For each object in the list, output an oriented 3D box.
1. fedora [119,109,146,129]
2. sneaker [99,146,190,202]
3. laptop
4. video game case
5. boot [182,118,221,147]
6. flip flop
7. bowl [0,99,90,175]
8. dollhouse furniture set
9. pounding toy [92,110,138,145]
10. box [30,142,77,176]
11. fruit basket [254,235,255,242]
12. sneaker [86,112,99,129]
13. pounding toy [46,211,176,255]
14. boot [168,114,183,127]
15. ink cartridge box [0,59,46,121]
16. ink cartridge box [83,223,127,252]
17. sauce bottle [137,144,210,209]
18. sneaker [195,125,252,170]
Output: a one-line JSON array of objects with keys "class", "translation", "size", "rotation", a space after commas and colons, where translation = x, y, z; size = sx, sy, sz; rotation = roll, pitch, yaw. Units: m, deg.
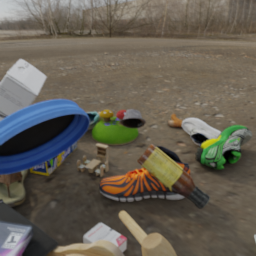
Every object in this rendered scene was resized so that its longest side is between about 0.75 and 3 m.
[{"class": "fedora", "translation": [0.138, -0.295, 8.292], "size": [0.763, 0.390, 0.863], "rotation": [-12, -24, 25]}, {"class": "sneaker", "translation": [0.465, 1.217, 7.865], "size": [2.577, 1.444, 1.000], "rotation": [-2, 24, -5]}, {"class": "laptop", "translation": [-3.004, 2.599, 4.928], "size": [1.515, 2.614, 2.448], "rotation": [50, 42, 11]}, {"class": "video game case", "translation": [-2.802, 2.273, 3.764], "size": [1.949, 0.259, 2.728], "rotation": [6, 27, 7]}, {"class": "boot", "translation": [2.728, 0.174, 11.001], "size": [0.984, 0.757, 2.058], "rotation": [-7, 24, -40]}, {"class": "flip flop", "translation": [-3.439, 1.486, 8.162], "size": [1.008, 0.715, 2.485], "rotation": [-4, 24, -8]}, {"class": "bowl", "translation": [-2.336, 0.249, 7.220], "size": [2.804, 2.804, 0.550], "rotation": [-20, 71, -38]}, {"class": "dollhouse furniture set", "translation": [-1.063, 1.034, 9.282], "size": [0.906, 0.642, 0.986], "rotation": [11, 26, 24]}, {"class": "pounding toy", "translation": [-0.569, -0.340, 11.743], "size": [1.930, 1.160, 2.501], "rotation": [-2, 24, -5]}, {"class": "box", "translation": [-2.554, 0.817, 9.744], "size": [0.723, 0.664, 2.065], "rotation": [8, 24, 15]}, {"class": "fruit basket", "translation": [3.253, 2.693, 5.673], "size": [1.082, 0.548, 1.168], "rotation": [3, 27, 7]}, {"class": "sneaker", "translation": [-2.185, -0.318, 11.660], "size": [2.112, 0.820, 0.912], "rotation": [-16, -14, -30]}, {"class": "pounding toy", "translation": [-0.252, 2.501, 4.384], "size": [2.947, 1.685, 1.691], "rotation": [-24, 6, 37]}, {"class": "boot", "translation": [2.271, -0.320, 12.671], "size": [0.766, 0.378, 0.987], "rotation": [8, 25, 18]}, {"class": "ink cartridge box", "translation": [-4.408, -0.852, 10.303], "size": [1.238, 2.919, 2.126], "rotation": [33, 20, -21]}, {"class": "ink cartridge box", "translation": [-0.520, 2.549, 6.228], "size": [0.808, 0.343, 0.588], "rotation": [20, 30, 35]}, {"class": "sauce bottle", "translation": [1.105, 1.208, 6.816], "size": [1.921, 0.634, 0.634], "rotation": [41, 34, 7]}, {"class": "sneaker", "translation": [3.548, 0.755, 9.759], "size": [2.587, 1.010, 1.102], "rotation": [-27, 42, -30]}]
